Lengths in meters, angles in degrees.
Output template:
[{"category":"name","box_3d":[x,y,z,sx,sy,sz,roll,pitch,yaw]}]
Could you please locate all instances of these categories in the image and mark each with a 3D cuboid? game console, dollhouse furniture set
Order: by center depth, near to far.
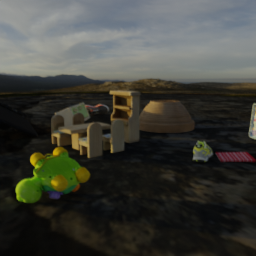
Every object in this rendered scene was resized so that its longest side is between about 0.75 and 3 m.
[{"category":"dollhouse furniture set","box_3d":[-1.060,-0.336,10.481,2.957,1.964,2.591,-9,14,-40]},{"category":"game console","box_3d":[-5.600,-0.273,11.668,2.436,1.612,2.770,-24,-33,24]}]

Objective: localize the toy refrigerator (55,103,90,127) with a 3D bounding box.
[{"category":"toy refrigerator","box_3d":[-2.721,-0.633,14.260,0.873,0.948,2.497,-21,7,10]}]

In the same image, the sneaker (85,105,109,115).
[{"category":"sneaker","box_3d":[-2.206,-1.081,18.690,1.804,0.695,0.739,-2,33,9]}]

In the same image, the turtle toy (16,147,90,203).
[{"category":"turtle toy","box_3d":[-1.646,1.091,6.009,1.120,0.777,1.537,37,33,32]}]

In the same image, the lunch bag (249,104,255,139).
[{"category":"lunch bag","box_3d":[6.388,-0.155,10.317,2.327,1.744,2.744,-6,18,-32]}]

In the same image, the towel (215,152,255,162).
[{"category":"towel","box_3d":[3.345,0.930,8.770,1.054,0.118,0.762,-1,12,5]}]

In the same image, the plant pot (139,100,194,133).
[{"category":"plant pot","box_3d":[1.827,-0.668,14.009,2.949,1.361,2.949,-1,9,0]}]

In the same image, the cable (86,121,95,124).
[{"category":"cable","box_3d":[-1.810,-0.175,14.376,0.773,0.241,0.947,5,11,23]}]

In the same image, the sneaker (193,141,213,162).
[{"category":"sneaker","box_3d":[2.394,0.683,8.876,0.545,0.553,1.446,2,8,20]}]
